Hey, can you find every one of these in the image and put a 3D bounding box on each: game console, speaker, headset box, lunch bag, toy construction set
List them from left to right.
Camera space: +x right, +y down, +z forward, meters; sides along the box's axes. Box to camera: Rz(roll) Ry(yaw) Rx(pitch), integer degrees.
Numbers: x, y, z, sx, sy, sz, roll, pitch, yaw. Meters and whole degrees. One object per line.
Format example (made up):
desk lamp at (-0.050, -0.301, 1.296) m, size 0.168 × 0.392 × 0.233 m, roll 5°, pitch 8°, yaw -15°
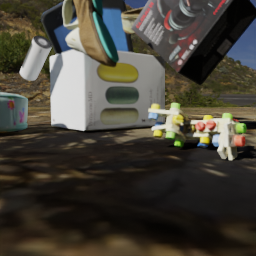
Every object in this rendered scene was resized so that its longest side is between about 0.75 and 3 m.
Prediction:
lunch bag at (-3.912, -0.334, 6.917) m, size 2.061 × 0.990 × 2.569 m, roll 1°, pitch 4°, yaw 41°
speaker at (-2.640, -1.949, 7.962) m, size 0.519 × 0.519 × 1.279 m, roll -5°, pitch -32°, yaw -43°
game console at (-1.284, -3.042, 9.835) m, size 2.318 × 2.716 × 1.607 m, roll -38°, pitch 55°, yaw -17°
headset box at (1.414, -2.737, 7.074) m, size 1.035 × 2.051 × 2.760 m, roll 16°, pitch 30°, yaw -42°
toy construction set at (1.171, 0.013, 4.430) m, size 1.067 × 0.750 × 1.628 m, roll 27°, pitch -6°, yaw -41°

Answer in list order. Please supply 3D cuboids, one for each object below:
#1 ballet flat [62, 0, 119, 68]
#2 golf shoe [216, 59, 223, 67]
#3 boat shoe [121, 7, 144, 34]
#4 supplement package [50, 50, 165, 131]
ballet flat at (-0.839, -2.054, 5.461) m, size 0.881 × 2.434 × 0.826 m, roll -21°, pitch -21°, yaw 17°
golf shoe at (3.157, -2.387, 10.651) m, size 0.454 × 0.985 × 0.358 m, roll 31°, pitch 36°, yaw -18°
boat shoe at (0.716, -3.589, 8.797) m, size 1.935 × 0.606 × 0.709 m, roll -27°, pitch 47°, yaw -10°
supplement package at (-0.639, -1.128, 8.774) m, size 2.912 × 2.210 × 2.194 m, roll -4°, pitch 7°, yaw -38°
